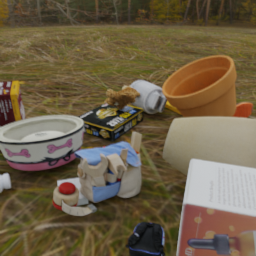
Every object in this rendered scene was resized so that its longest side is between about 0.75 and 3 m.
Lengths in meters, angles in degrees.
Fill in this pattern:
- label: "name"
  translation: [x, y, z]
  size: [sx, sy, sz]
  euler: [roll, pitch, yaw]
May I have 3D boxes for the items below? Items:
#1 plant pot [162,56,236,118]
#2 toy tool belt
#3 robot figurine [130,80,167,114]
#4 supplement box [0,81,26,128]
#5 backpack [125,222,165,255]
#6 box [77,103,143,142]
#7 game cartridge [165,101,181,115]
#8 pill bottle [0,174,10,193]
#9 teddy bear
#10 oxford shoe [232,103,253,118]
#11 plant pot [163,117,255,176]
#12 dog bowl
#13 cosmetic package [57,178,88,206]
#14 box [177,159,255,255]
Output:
- label: "plant pot"
  translation: [3.154, -1.328, 11.534]
  size: [2.920, 2.044, 2.920]
  euler: [-26, 27, 14]
- label: "toy tool belt"
  translation: [-0.729, 1.023, 7.545]
  size: [2.729, 1.677, 1.704]
  euler: [-10, 28, -41]
- label: "robot figurine"
  translation: [0.858, -1.502, 13.457]
  size: [1.984, 1.321, 2.339]
  euler: [20, 9, -40]
- label: "supplement box"
  translation: [-5.092, -0.553, 10.676]
  size: [2.039, 2.011, 1.354]
  euler: [-7, 31, -14]
- label: "backpack"
  translation: [0.441, 2.495, 6.141]
  size: [0.839, 0.646, 0.799]
  euler: [11, 37, 13]
- label: "box"
  translation: [-0.756, -0.368, 12.016]
  size: [1.959, 0.605, 2.453]
  euler: [17, 31, 28]
- label: "game cartridge"
  translation: [2.788, -1.156, 13.981]
  size: [1.637, 0.266, 1.443]
  euler: [-16, 30, -31]
- label: "pill bottle"
  translation: [-3.951, 1.622, 7.955]
  size: [1.073, 0.601, 0.601]
  euler: [-10, 28, -18]
- label: "teddy bear"
  translation: [-0.264, -1.291, 11.613]
  size: [1.373, 0.632, 1.893]
  euler: [12, -18, -6]
- label: "oxford shoe"
  translation: [4.585, -0.746, 12.560]
  size: [2.334, 0.832, 0.851]
  euler: [-12, 24, -23]
- label: "plant pot"
  translation: [2.330, 0.637, 7.548]
  size: [2.548, 2.386, 2.386]
  euler: [17, 30, 16]
- label: "dog bowl"
  translation: [-2.864, 0.455, 9.425]
  size: [2.896, 1.068, 2.896]
  euler: [-4, 18, 1]
- label: "cosmetic package"
  translation: [-1.581, 1.819, 7.942]
  size: [0.739, 0.253, 0.981]
  euler: [-8, 27, -16]
- label: "box"
  translation: [2.415, 2.043, 5.373]
  size: [2.768, 2.108, 1.472]
  euler: [7, 27, 14]
